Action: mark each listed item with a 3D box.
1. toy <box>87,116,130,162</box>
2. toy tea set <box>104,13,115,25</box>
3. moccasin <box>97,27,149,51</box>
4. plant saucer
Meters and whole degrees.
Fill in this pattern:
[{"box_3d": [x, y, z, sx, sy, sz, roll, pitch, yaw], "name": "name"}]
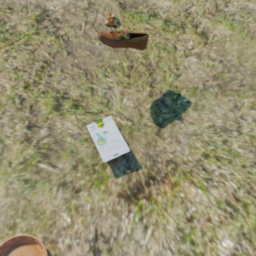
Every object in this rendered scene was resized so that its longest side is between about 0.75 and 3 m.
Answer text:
[{"box_3d": [-0.752, 0.449, 10.435, 1.020, 0.418, 1.772, -24, 59, -10], "name": "toy"}, {"box_3d": [-0.827, -5.442, 14.104, 0.509, 0.317, 0.857, -1, 57, 34], "name": "toy tea set"}, {"box_3d": [-0.161, -3.485, 10.772, 2.107, 0.813, 0.771, 2, 43, -21], "name": "moccasin"}, {"box_3d": [-3.214, 4.085, 8.305, 1.719, 0.322, 1.719, 0, 59, 1], "name": "plant saucer"}]
